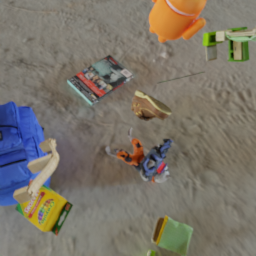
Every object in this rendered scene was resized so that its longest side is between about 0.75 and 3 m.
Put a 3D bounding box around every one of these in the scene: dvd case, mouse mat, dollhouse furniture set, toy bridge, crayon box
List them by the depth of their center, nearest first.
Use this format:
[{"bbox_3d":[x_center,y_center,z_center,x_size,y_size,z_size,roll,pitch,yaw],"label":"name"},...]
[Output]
[{"bbox_3d":[-2.151,0.911,7.113,0.759,0.307,2.258,-22,27,13],"label":"toy bridge"},{"bbox_3d":[-2.271,2.121,7.524,1.467,0.373,0.931,22,81,30],"label":"crayon box"},{"bbox_3d":[1.120,3.558,7.904,1.123,0.868,2.248,17,59,10],"label":"dollhouse furniture set"},{"bbox_3d":[3.325,-2.332,8.052,1.337,1.025,2.041,-17,20,-23],"label":"dollhouse furniture set"},{"bbox_3d":[1.779,-1.711,9.527,1.376,1.108,0.052,-17,98,-19],"label":"mouse mat"},{"bbox_3d":[-1.149,-2.081,11.902,2.314,0.255,1.689,-38,65,-21],"label":"dvd case"}]

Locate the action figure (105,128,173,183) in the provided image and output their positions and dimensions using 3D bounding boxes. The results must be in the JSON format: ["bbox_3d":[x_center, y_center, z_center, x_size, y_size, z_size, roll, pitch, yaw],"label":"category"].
[{"bbox_3d":[0.599,1.005,9.673,2.175,1.176,2.248,41,40,15],"label":"action figure"}]

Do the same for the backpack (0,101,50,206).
[{"bbox_3d":[-3.874,0.855,8.780,2.330,2.406,2.867,-19,62,-4],"label":"backpack"}]

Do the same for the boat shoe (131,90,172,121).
[{"bbox_3d":[0.527,-0.467,7.177,0.689,1.915,0.647,27,97,-20],"label":"boat shoe"}]

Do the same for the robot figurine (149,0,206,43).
[{"bbox_3d":[1.699,-4.102,9.697,1.514,2.596,1.867,0,69,-19],"label":"robot figurine"}]
